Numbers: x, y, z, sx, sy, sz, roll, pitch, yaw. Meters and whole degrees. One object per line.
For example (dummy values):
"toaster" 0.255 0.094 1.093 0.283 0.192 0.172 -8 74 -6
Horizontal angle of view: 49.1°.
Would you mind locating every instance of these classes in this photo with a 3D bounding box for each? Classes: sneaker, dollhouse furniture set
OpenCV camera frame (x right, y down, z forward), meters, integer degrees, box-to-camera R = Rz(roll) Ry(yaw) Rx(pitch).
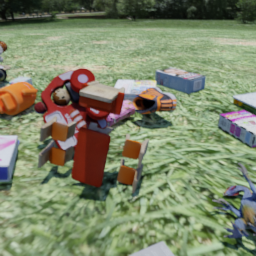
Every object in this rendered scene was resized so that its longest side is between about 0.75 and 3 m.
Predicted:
"sneaker" 0.736 -1.178 11.680 1.461 1.012 2.608 -4 11 -24
"dollhouse furniture set" -0.876 0.279 7.132 2.756 2.726 1.420 14 22 6

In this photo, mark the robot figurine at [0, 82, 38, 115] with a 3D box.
"robot figurine" -4.937 -1.346 12.481 1.247 1.538 2.138 34 29 0

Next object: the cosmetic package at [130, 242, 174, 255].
"cosmetic package" 0.079 2.675 4.534 1.732 0.781 0.925 -14 28 -21

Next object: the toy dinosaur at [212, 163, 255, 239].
"toy dinosaur" 2.691 1.970 6.404 1.097 2.089 1.896 -37 -13 26

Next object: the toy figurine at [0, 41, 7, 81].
"toy figurine" -8.370 -3.954 15.849 2.908 2.863 2.023 20 30 0

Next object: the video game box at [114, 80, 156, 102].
"video game box" 0.365 -1.943 14.533 2.119 0.544 2.326 1 25 7

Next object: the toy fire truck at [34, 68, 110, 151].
"toy fire truck" -1.858 -0.644 9.243 2.111 1.409 2.514 -29 79 -22

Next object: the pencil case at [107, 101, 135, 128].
"pencil case" -0.464 -0.561 11.368 0.796 0.761 1.839 38 38 18

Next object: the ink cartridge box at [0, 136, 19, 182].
"ink cartridge box" -4.843 0.677 8.239 2.880 0.635 2.934 1 20 -16

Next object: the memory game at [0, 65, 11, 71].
"memory game" -9.338 -4.180 19.787 2.043 0.130 2.043 0 25 0

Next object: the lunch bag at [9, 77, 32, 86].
"lunch bag" -6.074 -2.523 15.867 0.975 0.469 1.216 4 25 12

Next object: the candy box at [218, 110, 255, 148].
"candy box" 4.442 -0.012 10.413 1.259 0.563 1.846 -10 27 -20

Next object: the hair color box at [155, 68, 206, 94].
"hair color box" 2.905 -2.728 15.905 1.309 0.802 2.645 -19 30 -34

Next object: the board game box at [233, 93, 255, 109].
"board game box" 6.809 -1.031 12.819 2.830 0.366 2.831 -9 27 -20
